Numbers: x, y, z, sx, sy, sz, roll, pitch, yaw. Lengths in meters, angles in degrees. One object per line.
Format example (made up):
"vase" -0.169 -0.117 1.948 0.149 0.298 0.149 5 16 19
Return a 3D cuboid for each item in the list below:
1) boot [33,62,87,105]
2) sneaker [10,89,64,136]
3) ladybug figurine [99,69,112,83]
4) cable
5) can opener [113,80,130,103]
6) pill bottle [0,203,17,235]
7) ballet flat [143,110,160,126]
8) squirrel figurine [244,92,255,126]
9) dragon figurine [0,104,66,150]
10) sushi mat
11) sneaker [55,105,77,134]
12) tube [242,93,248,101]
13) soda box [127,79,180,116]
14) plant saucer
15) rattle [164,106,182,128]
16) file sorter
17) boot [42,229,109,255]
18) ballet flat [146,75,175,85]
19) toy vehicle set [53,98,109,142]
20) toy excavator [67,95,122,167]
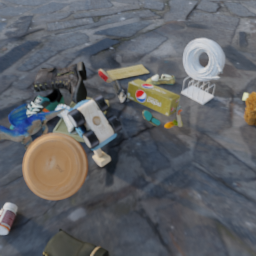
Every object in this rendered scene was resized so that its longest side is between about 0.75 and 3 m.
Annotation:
"boot" -2.950 -1.805 11.961 2.262 0.900 2.599 -9 48 5
"sneaker" -3.873 -0.721 11.830 1.018 1.139 2.851 23 46 24
"ladybug figurine" -1.082 -2.379 12.937 0.784 0.532 0.282 44 84 3
"cable" 3.389 -3.050 12.592 0.655 1.892 1.891 -24 17 -40
"can opener" -0.307 -1.740 13.669 0.517 0.412 1.546 18 32 -30
"pill bottle" -3.685 2.727 8.423 0.475 0.475 0.832 4 42 4
"ballet flat" 0.729 -0.325 9.474 0.308 0.870 0.308 -31 42 32
"squirrel figurine" 5.742 -0.808 11.449 1.900 1.773 1.344 19 45 20
"dragon figurine" -3.461 -0.218 9.420 1.383 0.819 2.782 37 66 12
"sushi mat" -0.029 -3.019 15.212 2.139 0.129 1.023 -14 43 -16
"sneaker" -2.261 -0.264 11.152 2.148 0.805 0.931 18 70 33
"tube" 6.212 -1.323 13.120 1.584 0.411 0.460 14 5 23
"soda box" 0.973 -1.234 11.117 2.080 0.704 0.666 27 36 30
"plant saucer" -2.022 1.050 7.652 1.836 0.296 1.836 -1 85 7
"rattle" 1.783 -0.425 11.074 0.754 1.055 0.687 6 72 18
"file sorter" 3.369 -1.877 13.409 0.901 0.808 1.298 -32 51 -31
"boot" -1.829 3.780 7.036 1.680 0.941 2.429 17 31 25
"ballet flat" 1.652 -2.491 14.343 1.497 0.529 0.529 -1 41 0
"toy vehicle set" -1.957 -0.436 12.111 1.595 0.340 2.567 9 42 10
"toy excavator" -1.084 0.235 9.296 1.174 2.286 2.351 -35 7 -20
